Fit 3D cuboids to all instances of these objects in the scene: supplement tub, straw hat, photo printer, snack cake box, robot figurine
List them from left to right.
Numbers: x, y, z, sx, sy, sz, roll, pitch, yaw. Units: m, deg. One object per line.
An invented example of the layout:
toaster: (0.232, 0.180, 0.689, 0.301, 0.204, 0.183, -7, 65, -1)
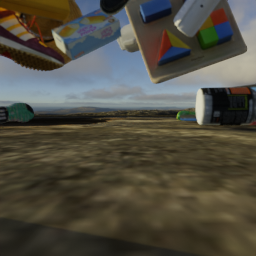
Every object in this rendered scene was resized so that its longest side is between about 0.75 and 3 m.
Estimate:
straw hat: (-2.392, -2.977, 7.864, 2.477, 2.477, 1.048, 0, 34, 0)
snack cake box: (-0.996, -2.311, 6.858, 1.450, 0.487, 0.834, -33, 53, -20)
robot figurine: (0.432, -3.478, 10.564, 1.836, 1.037, 1.557, -4, 37, 42)
photo printer: (1.440, -2.482, 5.461, 0.453, 1.304, 1.085, 31, 25, -11)
supplement tub: (3.105, -0.659, 8.556, 1.899, 1.164, 1.164, 1, 3, 3)

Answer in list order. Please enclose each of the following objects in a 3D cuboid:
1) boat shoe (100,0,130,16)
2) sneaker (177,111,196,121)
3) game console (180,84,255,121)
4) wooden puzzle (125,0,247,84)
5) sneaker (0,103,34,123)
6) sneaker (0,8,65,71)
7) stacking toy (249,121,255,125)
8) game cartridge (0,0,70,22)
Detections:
boat shoe: (-0.009, -3.462, 6.336, 0.716, 1.916, 0.635, 41, 2, -4)
sneaker: (3.091, -0.610, 13.866, 1.375, 0.509, 0.575, 0, -1, -12)
game console: (3.674, -1.001, 11.096, 2.219, 1.538, 2.599, 2, 0, -29)
wooden puzzle: (1.527, -3.024, 7.853, 2.774, 2.995, 0.693, -19, -13, 4)
sneaker: (-4.820, -0.590, 11.264, 0.949, 0.807, 2.168, -4, 2, 23)
sneaker: (-2.499, -2.106, 6.284, 0.936, 1.125, 2.498, -7, -15, 44)
stacking toy: (4.306, -0.345, 9.510, 1.060, 0.448, 0.960, 0, 3, -15)
game cartridge: (-2.617, -3.528, 5.736, 2.634, 2.322, 0.427, -4, -14, -43)
